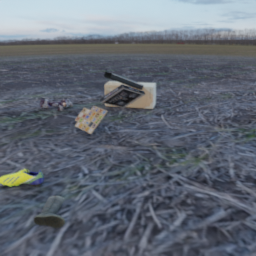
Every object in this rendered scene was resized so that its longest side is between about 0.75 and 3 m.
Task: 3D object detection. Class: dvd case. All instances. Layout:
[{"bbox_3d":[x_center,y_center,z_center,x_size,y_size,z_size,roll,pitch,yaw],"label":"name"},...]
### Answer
[{"bbox_3d":[-0.216,-1.306,11.799,1.260,0.207,1.676,-30,-19,29],"label":"dvd case"}]

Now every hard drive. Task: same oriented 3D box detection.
[{"bbox_3d":[-0.204,-1.983,11.801,1.487,0.244,1.037,16,8,-24],"label":"hard drive"}]

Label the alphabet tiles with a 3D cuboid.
[{"bbox_3d":[-1.696,-0.425,12.169,1.452,0.055,1.214,22,71,43],"label":"alphabet tiles"}]

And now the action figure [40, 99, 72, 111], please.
[{"bbox_3d":[-4.035,-1.338,15.952,1.830,0.635,1.190,1,13,-7],"label":"action figure"}]

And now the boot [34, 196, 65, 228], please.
[{"bbox_3d":[-1.806,2.069,6.997,0.844,0.337,0.928,6,14,11],"label":"boot"}]

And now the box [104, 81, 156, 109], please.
[{"bbox_3d":[0.145,-1.953,16.509,2.889,1.372,1.123,3,21,12],"label":"box"}]

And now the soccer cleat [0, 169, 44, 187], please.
[{"bbox_3d":[-3.157,1.440,8.292,1.314,0.550,0.425,0,20,0],"label":"soccer cleat"}]
